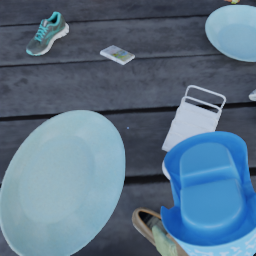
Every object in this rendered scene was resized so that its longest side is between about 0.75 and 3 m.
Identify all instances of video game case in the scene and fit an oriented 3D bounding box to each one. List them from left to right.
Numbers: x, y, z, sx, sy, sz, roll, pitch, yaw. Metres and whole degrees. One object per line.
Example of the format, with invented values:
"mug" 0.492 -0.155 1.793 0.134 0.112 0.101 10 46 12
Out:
"video game case" -0.281 -2.040 7.807 0.729 0.092 0.801 27 34 9

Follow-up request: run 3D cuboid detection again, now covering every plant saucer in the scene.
"plant saucer" -1.117 0.981 5.107 0.523 2.719 2.719 14 58 39
"plant saucer" 4.304 -3.423 10.474 2.929 0.564 2.929 0 61 -1

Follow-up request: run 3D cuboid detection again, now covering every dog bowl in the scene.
"dog bowl" 1.547 1.156 5.238 1.662 0.739 2.981 -16 27 18

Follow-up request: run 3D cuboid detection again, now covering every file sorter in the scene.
"file sorter" 1.977 -0.128 8.306 1.281 1.150 1.847 21 64 12

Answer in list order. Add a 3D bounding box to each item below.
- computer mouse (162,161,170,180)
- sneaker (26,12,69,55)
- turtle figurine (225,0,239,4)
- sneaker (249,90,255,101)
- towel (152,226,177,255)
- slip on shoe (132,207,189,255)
"computer mouse" 2.062 1.599 7.717 2.534 0.556 1.389 37 72 12
"sneaker" -3.062 -3.538 10.331 0.780 0.918 2.012 29 65 15
"turtle figurine" 5.107 -5.994 11.807 1.814 0.724 2.249 26 64 14
"sneaker" 4.811 -0.082 8.474 1.174 1.115 2.917 -21 61 9
"towel" 0.691 2.184 5.089 0.150 0.821 0.609 -30 35 -19
"slip on shoe" 1.031 2.713 7.001 2.135 0.647 0.812 36 67 18
